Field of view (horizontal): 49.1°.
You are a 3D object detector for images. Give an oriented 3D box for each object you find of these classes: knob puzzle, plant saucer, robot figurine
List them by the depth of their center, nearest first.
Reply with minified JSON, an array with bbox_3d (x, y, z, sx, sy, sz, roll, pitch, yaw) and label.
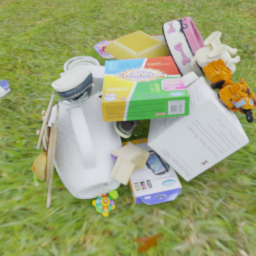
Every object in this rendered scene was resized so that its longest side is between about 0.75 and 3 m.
[{"bbox_3d":[-2.166,-0.053,7.097,0.195,1.409,1.409,16,44,-13],"label":"knob puzzle"},{"bbox_3d":[3.257,-1.109,8.553,2.588,0.753,1.876,12,47,-51],"label":"robot figurine"},{"bbox_3d":[0.401,-3.246,11.191,2.011,0.487,2.010,-31,53,-29],"label":"plant saucer"},{"bbox_3d":[-2.145,-2.733,13.065,1.648,0.414,1.648,0,46,0],"label":"plant saucer"}]

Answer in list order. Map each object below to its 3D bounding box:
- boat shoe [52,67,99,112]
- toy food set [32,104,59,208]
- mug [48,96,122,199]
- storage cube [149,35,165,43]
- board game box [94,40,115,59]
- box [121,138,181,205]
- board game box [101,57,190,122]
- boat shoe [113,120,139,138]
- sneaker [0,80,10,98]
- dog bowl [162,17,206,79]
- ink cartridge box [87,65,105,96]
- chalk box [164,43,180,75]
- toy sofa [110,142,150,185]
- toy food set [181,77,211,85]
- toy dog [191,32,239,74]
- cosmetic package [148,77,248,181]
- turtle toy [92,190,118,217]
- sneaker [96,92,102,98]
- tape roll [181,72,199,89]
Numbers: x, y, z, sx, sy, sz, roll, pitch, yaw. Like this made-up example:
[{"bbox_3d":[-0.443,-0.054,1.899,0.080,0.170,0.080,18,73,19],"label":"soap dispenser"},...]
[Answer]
[{"bbox_3d":[-1.357,-1.024,7.270,1.053,0.870,2.814,-21,18,-8],"label":"boat shoe"},{"bbox_3d":[-2.077,0.609,7.022,0.471,2.344,1.618,6,16,-14],"label":"toy food set"},{"bbox_3d":[-1.218,0.523,8.121,2.149,2.912,2.553,-15,64,-8],"label":"mug"},{"bbox_3d":[1.329,-3.702,13.510,1.087,1.144,1.272,-4,45,-4],"label":"storage cube"},{"bbox_3d":[-0.913,-4.261,14.610,1.439,0.355,1.821,-22,50,-20],"label":"board game box"},{"bbox_3d":[0.681,1.386,8.991,1.457,0.507,2.447,-9,49,-9],"label":"box"},{"bbox_3d":[0.394,-1.251,8.225,2.246,0.592,2.936,-5,33,0],"label":"board game box"},{"bbox_3d":[0.021,-0.315,8.178,0.613,0.543,1.674,32,30,-9],"label":"boat shoe"},{"bbox_3d":[-5.873,-1.681,11.619,1.744,1.007,0.704,-30,54,-26],"label":"sneaker"},{"bbox_3d":[2.431,-3.029,10.997,1.028,2.789,2.789,-24,40,25],"label":"dog bowl"},{"bbox_3d":[-0.872,-1.813,11.179,1.625,1.174,0.688,1,57,-14],"label":"ink cartridge box"},{"bbox_3d":[1.386,-2.267,11.704,1.547,1.536,2.479,-4,45,5],"label":"chalk box"},{"bbox_3d":[-0.013,0.966,7.965,0.752,0.639,1.542,27,17,14],"label":"toy sofa"},{"bbox_3d":[2.786,-1.784,12.043,1.556,0.312,1.074,22,64,44],"label":"toy food set"},{"bbox_3d":[3.070,-2.184,9.556,1.475,1.521,1.062,-38,41,23],"label":"toy dog"},{"bbox_3d":[2.010,0.022,8.487,1.815,2.169,1.804,43,25,-16],"label":"cosmetic package"},{"bbox_3d":[-0.619,2.110,8.049,0.574,0.398,0.787,41,55,14],"label":"turtle toy"},{"bbox_3d":[-0.273,-0.825,9.674,2.815,1.066,1.232,-31,33,7],"label":"sneaker"},{"bbox_3d":[1.679,-1.217,9.764,1.810,1.810,0.331,-34,80,-29],"label":"tape roll"}]
